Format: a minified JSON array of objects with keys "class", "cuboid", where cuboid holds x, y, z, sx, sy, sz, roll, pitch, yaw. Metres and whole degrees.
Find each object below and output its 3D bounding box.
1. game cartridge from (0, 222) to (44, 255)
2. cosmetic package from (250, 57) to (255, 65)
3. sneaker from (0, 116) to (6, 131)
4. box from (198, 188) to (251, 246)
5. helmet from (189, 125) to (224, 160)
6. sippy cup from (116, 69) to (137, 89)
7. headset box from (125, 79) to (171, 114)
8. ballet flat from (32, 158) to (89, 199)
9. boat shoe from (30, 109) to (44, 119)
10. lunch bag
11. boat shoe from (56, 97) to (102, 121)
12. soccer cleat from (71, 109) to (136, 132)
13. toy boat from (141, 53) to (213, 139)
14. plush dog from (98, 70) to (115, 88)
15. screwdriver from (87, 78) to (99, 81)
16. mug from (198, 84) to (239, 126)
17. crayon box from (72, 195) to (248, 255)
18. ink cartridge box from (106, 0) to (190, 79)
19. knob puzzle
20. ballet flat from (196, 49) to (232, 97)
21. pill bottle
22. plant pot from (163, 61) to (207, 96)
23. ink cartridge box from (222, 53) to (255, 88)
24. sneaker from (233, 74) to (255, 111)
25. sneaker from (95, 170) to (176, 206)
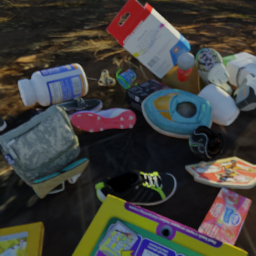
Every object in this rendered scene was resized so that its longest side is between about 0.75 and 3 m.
[{"class":"game cartridge","cuboid":[-2.806,2.832,5.584,2.043,0.331,1.801,-7,34,-6]},{"class":"cosmetic package","cuboid":[5.775,-2.863,12.133,0.586,0.201,0.777,-7,36,-13]},{"class":"sneaker","cuboid":[-5.509,-0.608,9.794,2.409,1.195,0.852,8,38,13]},{"class":"box","cuboid":[2.115,2.174,6.260,0.719,0.750,1.505,22,40,28]},{"class":"helmet","cuboid":[2.313,0.440,8.505,0.978,0.978,0.932,-17,20,-23]},{"class":"sippy cup","cuboid":[-0.039,-2.103,11.858,0.648,0.885,0.695,-43,25,-9]},{"class":"headset box","cuboid":[0.937,-1.253,11.037,1.720,0.645,1.278,-27,47,-36]},{"class":"ballet flat","cuboid":[-1.730,1.349,7.498,1.663,0.524,0.571,-23,7,-34]},{"class":"boat shoe","cuboid":[-2.927,-0.379,9.769,0.347,0.431,0.930,43,16,29]},{"class":"lunch bag","cuboid":[-2.391,0.411,7.535,1.928,1.617,1.343,-37,57,-26]},{"class":"boat shoe","cuboid":[-1.852,-0.782,10.462,1.955,0.693,0.705,-22,41,-28]},{"class":"soccer cleat","cuboid":[-0.853,-0.333,9.854,2.251,0.751,0.861,-2,26,-7]},{"class":"toy boat","cuboid":[1.738,-1.102,9.540,2.413,1.334,2.870,10,69,8]},{"class":"plush dog","cuboid":[-0.920,-2.074,12.528,0.686,0.641,0.799,16,65,-1]},{"class":"screwdriver","cuboid":[-1.510,-2.256,12.989,1.130,0.158,0.164,17,67,18]},{"class":"mug","cuboid":[3.352,-0.759,10.199,1.520,1.122,1.333,-3,41,-50]},{"class":"crayon box","cuboid":[0.315,2.819,4.869,2.806,0.818,2.421,17,55,22]},{"class":"ink cartridge box","cuboid":[0.816,-3.621,11.194,2.957,1.718,0.994,38,31,-15]},{"class":"knob puzzle","cuboid":[2.654,1.135,7.472,2.085,0.289,2.085,-5,12,1]},{"class":"ballet flat","cuboid":[3.367,-1.816,10.403,1.042,2.898,1.042,-14,59,23]},{"class":"pill bottle","cuboid":[-2.976,-1.637,11.086,2.426,1.359,1.359,-19,39,-24]},{"class":"plant pot","cuboid":[2.407,-2.015,11.625,1.765,1.645,1.645,7,33,34]},{"class":"ink cartridge box","cuboid":[5.450,-2.470,12.600,1.660,0.958,2.281,-17,39,-22]},{"class":"sneaker","cuboid":[4.438,-1.269,10.465,1.101,1.181,2.979,55,22,3]},{"class":"sneaker","cuboid":[0.278,1.425,6.747,2.174,0.900,0.779,-6,57,-21]}]
